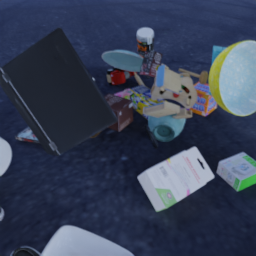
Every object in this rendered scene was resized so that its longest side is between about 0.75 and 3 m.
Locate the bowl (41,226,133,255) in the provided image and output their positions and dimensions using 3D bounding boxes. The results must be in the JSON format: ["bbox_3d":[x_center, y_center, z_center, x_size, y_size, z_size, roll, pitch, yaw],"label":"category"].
[{"bbox_3d":[-0.796,2.889,5.318,1.889,0.705,1.886,23,14,1],"label":"bowl"}]

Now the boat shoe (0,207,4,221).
[{"bbox_3d":[-4.269,1.976,7.297,2.094,0.694,0.732,10,35,15],"label":"boat shoe"}]

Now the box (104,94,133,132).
[{"bbox_3d":[-0.555,-0.615,10.964,1.173,0.963,0.973,21,41,30],"label":"box"}]

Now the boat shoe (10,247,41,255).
[{"bbox_3d":[-1.758,3.195,5.433,0.857,0.707,2.497,-21,39,-28],"label":"boat shoe"}]

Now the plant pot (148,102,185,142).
[{"bbox_3d":[1.312,-0.090,9.950,1.364,1.364,0.914,7,43,11],"label":"plant pot"}]

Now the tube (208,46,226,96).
[{"bbox_3d":[3.421,-2.124,10.625,0.711,1.837,0.463,16,28,27],"label":"tube"}]

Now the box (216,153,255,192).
[{"bbox_3d":[3.406,1.314,8.501,1.030,0.498,0.909,-16,39,-21],"label":"box"}]

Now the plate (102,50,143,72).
[{"bbox_3d":[-0.057,-2.873,11.862,2.124,0.271,2.124,12,-6,1],"label":"plate"}]

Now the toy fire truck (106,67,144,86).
[{"bbox_3d":[-0.073,-2.511,14.058,1.599,1.029,1.407,13,34,37],"label":"toy fire truck"}]

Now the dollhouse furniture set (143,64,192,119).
[{"bbox_3d":[1.289,-1.144,9.219,1.426,1.511,0.986,14,-15,-36],"label":"dollhouse furniture set"}]

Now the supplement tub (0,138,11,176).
[{"bbox_3d":[-4.917,0.630,8.637,2.267,1.496,1.496,19,38,27],"label":"supplement tub"}]

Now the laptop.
[{"bbox_3d":[-2.204,-0.792,8.194,1.734,2.802,2.992,-35,10,-22],"label":"laptop"}]

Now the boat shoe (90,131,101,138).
[{"bbox_3d":[-1.585,0.020,10.063,0.653,0.726,2.012,27,33,23],"label":"boat shoe"}]

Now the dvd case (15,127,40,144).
[{"bbox_3d":[-3.131,0.185,10.285,1.627,0.179,1.188,6,32,26],"label":"dvd case"}]

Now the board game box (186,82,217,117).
[{"bbox_3d":[3.150,-1.242,11.913,0.992,0.992,0.993,26,41,34],"label":"board game box"}]

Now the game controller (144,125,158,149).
[{"bbox_3d":[0.722,0.285,8.785,0.197,0.936,0.488,-29,51,2],"label":"game controller"}]

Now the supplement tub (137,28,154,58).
[{"bbox_3d":[0.748,-3.618,12.073,0.726,1.185,0.726,-3,52,4],"label":"supplement tub"}]

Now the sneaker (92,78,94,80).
[{"bbox_3d":[-1.308,-1.186,9.096,0.384,1.025,0.511,0,52,-30],"label":"sneaker"}]

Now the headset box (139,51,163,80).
[{"bbox_3d":[0.831,-2.341,10.570,0.381,1.016,0.755,11,8,-29],"label":"headset box"}]

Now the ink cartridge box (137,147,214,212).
[{"bbox_3d":[1.361,1.391,7.840,1.893,0.637,1.108,-21,73,-29],"label":"ink cartridge box"}]

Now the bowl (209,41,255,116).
[{"bbox_3d":[3.576,-1.685,9.594,2.413,2.413,1.299,-16,18,-23],"label":"bowl"}]

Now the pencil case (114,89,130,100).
[{"bbox_3d":[-0.500,-1.232,12.228,1.534,0.670,0.670,-24,40,-30],"label":"pencil case"}]

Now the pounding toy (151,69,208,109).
[{"bbox_3d":[1.818,-1.416,10.099,2.025,1.158,1.162,-4,27,4],"label":"pounding toy"}]

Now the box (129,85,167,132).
[{"bbox_3d":[0.987,-0.759,10.768,0.725,0.791,2.256,-24,48,-29],"label":"box"}]
